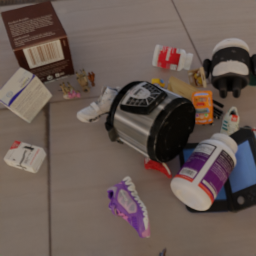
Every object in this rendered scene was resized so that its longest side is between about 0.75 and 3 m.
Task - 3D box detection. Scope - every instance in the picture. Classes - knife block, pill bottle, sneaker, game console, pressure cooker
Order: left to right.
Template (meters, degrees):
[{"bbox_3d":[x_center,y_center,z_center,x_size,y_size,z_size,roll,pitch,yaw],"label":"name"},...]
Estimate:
[{"bbox_3d":[-1.115,-1.002,11.199,2.049,1.177,0.770,-19,45,-33],"label":"sneaker"},{"bbox_3d":[-0.054,2.634,9.098,1.053,0.958,2.383,-13,33,-15],"label":"sneaker"},{"bbox_3d":[0.664,-0.337,10.299,2.880,2.572,2.533,31,18,38],"label":"pressure cooker"},{"bbox_3d":[1.061,1.527,10.502,0.724,0.491,1.254,-30,49,-8],"label":"sneaker"},{"bbox_3d":[2.095,-3.275,13.253,1.770,0.993,0.993,12,57,5],"label":"pill bottle"},{"bbox_3d":[2.935,-1.196,12.014,2.086,0.760,2.377,-8,59,-6],"label":"knife block"},{"bbox_3d":[2.693,1.426,9.597,1.447,1.447,2.573,34,65,20],"label":"pill bottle"},{"bbox_3d":[3.239,1.416,9.852,1.653,2.384,2.793,16,53,-25],"label":"game console"},{"bbox_3d":[4.130,-0.101,11.300,0.597,0.793,1.696,13,57,8],"label":"sneaker"}]

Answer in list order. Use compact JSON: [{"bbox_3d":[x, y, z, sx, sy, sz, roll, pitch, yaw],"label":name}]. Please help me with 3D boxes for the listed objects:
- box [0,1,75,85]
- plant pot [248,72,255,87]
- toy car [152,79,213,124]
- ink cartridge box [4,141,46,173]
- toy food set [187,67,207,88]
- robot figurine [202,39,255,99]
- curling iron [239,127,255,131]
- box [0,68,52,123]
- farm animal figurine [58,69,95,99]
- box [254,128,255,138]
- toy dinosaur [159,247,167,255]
[{"bbox_3d":[-4.053,-3.815,12.825,2.326,2.303,2.804,-20,59,-13],"label":"box"},{"bbox_3d":[5.830,-2.500,12.825,1.047,1.047,0.701,32,42,19],"label":"plant pot"},{"bbox_3d":[2.056,-1.098,11.218,2.878,0.958,1.412,16,87,21],"label":"toy car"},{"bbox_3d":[-3.912,1.100,10.681,1.220,0.511,0.880,15,58,9],"label":"ink cartridge box"},{"bbox_3d":[2.887,-2.077,11.863,0.352,1.166,0.837,-16,99,-11],"label":"toy food set"},{"bbox_3d":[4.414,-2.568,12.104,1.943,1.614,2.586,14,69,-15],"label":"robot figurine"},{"bbox_3d":[4.335,0.105,9.758,0.926,0.230,0.118,16,17,11],"label":"curling iron"},{"bbox_3d":[-4.179,-1.292,11.352,0.892,1.700,1.563,31,76,18],"label":"box"},{"bbox_3d":[-2.199,-1.772,12.466,1.350,0.841,1.672,26,62,38],"label":"farm animal figurine"},{"bbox_3d":[4.873,0.325,11.402,0.882,0.160,0.636,-8,57,-5],"label":"box"},{"bbox_3d":[1.418,4.533,7.456,2.383,2.626,1.379,43,85,5],"label":"toy dinosaur"}]
